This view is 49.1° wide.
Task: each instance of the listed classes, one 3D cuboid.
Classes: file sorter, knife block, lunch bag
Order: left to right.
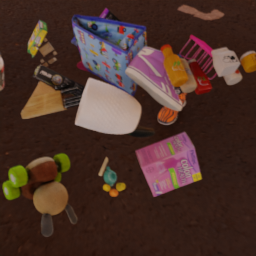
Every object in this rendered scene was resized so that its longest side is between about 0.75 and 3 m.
[{"bbox_3d":[-2.374,-0.740,9.204,1.575,0.574,1.794,31,91,-2],"label":"knife block"},{"bbox_3d":[-0.865,-2.716,10.128,2.901,2.184,1.365,23,63,19],"label":"lunch bag"},{"bbox_3d":[2.605,-2.454,9.899,0.921,0.831,1.325,4,42,-46],"label":"file sorter"}]

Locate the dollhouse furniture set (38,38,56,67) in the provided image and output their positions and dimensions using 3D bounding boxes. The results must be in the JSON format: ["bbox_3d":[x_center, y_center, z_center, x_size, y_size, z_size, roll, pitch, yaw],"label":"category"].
[{"bbox_3d":[-3.061,-2.772,10.373,0.697,0.818,0.399,-33,15,4],"label":"dollhouse furniture set"}]

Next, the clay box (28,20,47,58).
[{"bbox_3d":[-3.214,-3.073,9.764,0.278,1.168,0.671,21,34,-34],"label":"clay box"}]

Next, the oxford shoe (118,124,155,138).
[{"bbox_3d":[0.122,-0.091,9.805,1.704,0.619,0.719,12,71,-1],"label":"oxford shoe"}]

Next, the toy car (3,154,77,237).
[{"bbox_3d":[-1.817,1.578,6.321,1.311,1.259,1.596,-15,64,-43],"label":"toy car"}]

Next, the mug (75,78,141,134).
[{"bbox_3d":[-0.592,-0.546,8.350,1.659,1.397,1.892,17,3,-14],"label":"mug"}]

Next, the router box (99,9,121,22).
[{"bbox_3d":[-0.470,-4.085,11.993,1.916,0.656,2.569,38,8,-16],"label":"router box"}]

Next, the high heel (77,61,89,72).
[{"bbox_3d":[-1.199,-2.350,11.810,1.961,0.661,0.941,5,60,-8],"label":"high heel"}]

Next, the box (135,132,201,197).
[{"bbox_3d":[1.148,1.048,7.864,1.493,1.313,0.722,-21,37,1],"label":"box"}]

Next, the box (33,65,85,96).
[{"bbox_3d":[-2.397,-1.630,10.357,2.108,0.467,1.689,25,0,-23],"label":"box"}]

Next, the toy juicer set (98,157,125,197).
[{"bbox_3d":[-0.605,1.550,8.387,0.310,1.140,0.725,-25,11,40],"label":"toy juicer set"}]

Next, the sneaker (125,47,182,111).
[{"bbox_3d":[1.181,-1.623,9.099,1.374,2.409,0.873,-56,30,-7],"label":"sneaker"}]

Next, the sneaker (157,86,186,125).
[{"bbox_3d":[1.976,-1.179,12.496,0.866,1.251,2.232,20,48,19],"label":"sneaker"}]

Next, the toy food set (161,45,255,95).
[{"bbox_3d":[2.468,-2.006,8.779,2.919,1.393,1.313,-15,69,-8],"label":"toy food set"}]

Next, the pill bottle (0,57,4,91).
[{"bbox_3d":[-4.696,-1.968,9.437,0.928,1.629,0.928,10,58,-17],"label":"pill bottle"}]
